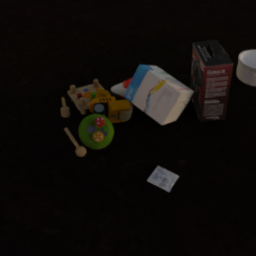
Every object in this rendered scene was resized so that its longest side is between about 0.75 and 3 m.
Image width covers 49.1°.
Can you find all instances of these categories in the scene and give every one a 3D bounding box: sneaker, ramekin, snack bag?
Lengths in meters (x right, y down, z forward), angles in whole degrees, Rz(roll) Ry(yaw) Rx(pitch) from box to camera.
[{"bbox_3d":[0.423,-2.205,13.017,2.542,1.362,0.849,-4,45,-10],"label":"sneaker"},{"bbox_3d":[6.693,-3.018,14.344,2.232,1.088,2.232,0,39,0],"label":"ramekin"},{"bbox_3d":[1.190,1.716,9.473,0.862,0.092,0.813,23,46,24],"label":"snack bag"}]

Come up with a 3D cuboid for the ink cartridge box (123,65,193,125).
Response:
[{"bbox_3d":[1.243,-1.369,11.368,2.073,1.514,1.521,39,26,21],"label":"ink cartridge box"}]

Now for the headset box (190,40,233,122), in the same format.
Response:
[{"bbox_3d":[3.380,-2.093,11.724,1.111,2.961,2.201,-5,41,2],"label":"headset box"}]

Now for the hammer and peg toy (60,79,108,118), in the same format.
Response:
[{"bbox_3d":[-2.067,-1.368,12.591,2.280,0.804,1.677,-19,43,-21],"label":"hammer and peg toy"}]

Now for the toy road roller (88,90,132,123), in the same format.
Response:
[{"bbox_3d":[-0.758,-0.936,11.581,1.739,1.069,1.270,-6,63,-9],"label":"toy road roller"}]

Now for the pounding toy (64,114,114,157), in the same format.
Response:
[{"bbox_3d":[-1.280,0.174,10.201,1.724,0.800,1.330,-27,89,-18],"label":"pounding toy"}]
